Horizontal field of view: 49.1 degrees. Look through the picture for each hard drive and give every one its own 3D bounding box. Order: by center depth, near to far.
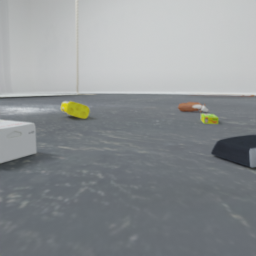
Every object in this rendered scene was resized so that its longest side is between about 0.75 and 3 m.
[{"bbox_3d":[3.589,0.555,7.562,2.283,0.483,1.540,-5,11,-25],"label":"hard drive"}]

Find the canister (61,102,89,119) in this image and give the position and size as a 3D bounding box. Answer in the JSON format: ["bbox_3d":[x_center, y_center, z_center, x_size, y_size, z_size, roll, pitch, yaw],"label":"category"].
[{"bbox_3d":[-2.992,-1.028,15.590,1.250,0.728,1.683,16,0,-26],"label":"canister"}]

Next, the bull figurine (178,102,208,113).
[{"bbox_3d":[4.272,-1.374,18.525,1.949,0.635,1.183,4,7,13],"label":"bull figurine"}]

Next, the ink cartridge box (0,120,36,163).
[{"bbox_3d":[-3.843,0.320,7.659,2.163,0.915,1.563,4,10,29],"label":"ink cartridge box"}]

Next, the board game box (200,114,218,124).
[{"bbox_3d":[4.043,-0.451,13.990,0.667,0.313,1.313,1,10,7],"label":"board game box"}]
